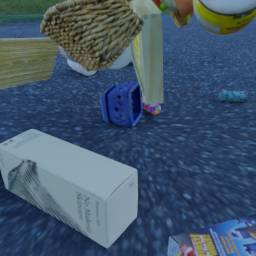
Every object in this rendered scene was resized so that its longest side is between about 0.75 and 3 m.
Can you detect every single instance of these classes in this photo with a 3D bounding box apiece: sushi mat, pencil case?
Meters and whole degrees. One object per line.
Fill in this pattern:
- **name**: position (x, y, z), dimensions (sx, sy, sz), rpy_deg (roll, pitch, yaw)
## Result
- **sushi mat**: position (-2.196, -1.364, 5.847), dimensions (0.134, 1.059, 2.213), rpy_deg (25, 25, 12)
- **pencil case**: position (3.575, -1.097, 9.533), dimensions (0.877, 0.405, 0.373), rpy_deg (2, 15, 1)
- **pencil case**: position (0.669, -0.712, 8.804), dimensions (0.381, 0.381, 0.863), rpy_deg (-14, 32, -26)

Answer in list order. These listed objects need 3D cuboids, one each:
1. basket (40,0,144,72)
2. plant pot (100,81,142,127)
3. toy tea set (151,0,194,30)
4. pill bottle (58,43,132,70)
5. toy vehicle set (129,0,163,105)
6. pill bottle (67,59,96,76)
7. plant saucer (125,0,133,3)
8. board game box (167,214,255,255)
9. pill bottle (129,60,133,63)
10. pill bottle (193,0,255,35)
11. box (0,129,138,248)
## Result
- **basket**: position (-0.348, -1.007, 2.675), dimensions (0.660, 0.689, 0.925), rpy_deg (-52, 21, -6)
- **plant pot**: position (-0.194, -0.713, 8.087), dimensions (0.966, 1.074, 1.074), rpy_deg (4, 27, 19)
- **toy tea set**: position (0.893, -3.093, 6.911), dimensions (0.994, 1.598, 2.687), rpy_deg (-30, 8, 12)
- **pill bottle**: position (-1.059, -2.748, 8.775), dimensions (1.720, 1.720, 2.969), rpy_deg (-15, 26, -28)
- **toy vehicle set**: position (0.328, -1.931, 6.188), dimensions (0.364, 1.707, 2.748), rpy_deg (-7, 35, -2)
- **pill bottle**: position (-2.107, -2.940, 12.700), dimensions (0.856, 0.856, 1.510), rpy_deg (-18, 31, -32)
- **plant saucer**: position (-0.324, -2.391, 4.596), dimensions (1.182, 0.221, 1.182), rpy_deg (-5, -6, 0)
- **board game box**: position (1.435, 1.849, 3.520), dimensions (1.729, 0.534, 1.730), rpy_deg (-2, 27, -2)
- **pill bottle**: position (0.119, -4.018, 14.400), dimensions (1.257, 1.257, 2.170), rpy_deg (-19, 32, -33)
- **pill bottle**: position (1.738, -2.333, 4.832), dimensions (1.221, 1.221, 2.235), rpy_deg (7, 9, 14)
- **box**: position (-1.103, 0.909, 4.860), dimensions (2.536, 1.042, 0.867), rpy_deg (16, 31, 31)
